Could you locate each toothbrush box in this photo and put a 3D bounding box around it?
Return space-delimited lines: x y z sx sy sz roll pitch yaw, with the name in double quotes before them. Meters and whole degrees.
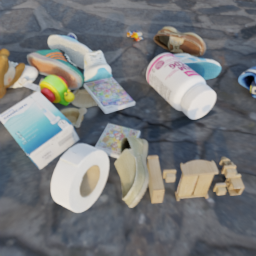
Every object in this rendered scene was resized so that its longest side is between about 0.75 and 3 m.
"toothbrush box" -2.663 0.008 8.326 1.462 0.852 1.997 -39 57 -19

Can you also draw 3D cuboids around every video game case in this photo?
"video game case" -0.694 -1.215 10.080 1.209 0.152 1.688 -19 51 -28
"video game case" -0.326 0.408 8.603 1.090 0.137 1.198 14 46 13

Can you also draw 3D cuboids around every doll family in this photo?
"doll family" 0.259 -4.467 13.348 0.569 0.413 0.917 -23 49 -22

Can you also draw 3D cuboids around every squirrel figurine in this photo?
"squirrel figurine" -4.983 -1.999 9.722 1.894 2.029 1.436 31 12 4

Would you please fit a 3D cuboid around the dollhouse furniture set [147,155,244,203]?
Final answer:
"dollhouse furniture set" 1.716 1.091 7.164 2.337 1.211 1.035 -4 47 -4

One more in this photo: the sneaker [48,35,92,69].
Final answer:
"sneaker" -2.104 -3.253 11.730 2.455 0.907 1.006 34 32 10

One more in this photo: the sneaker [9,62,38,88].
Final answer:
"sneaker" -4.703 -2.153 10.593 2.448 0.985 0.935 -3 45 -4

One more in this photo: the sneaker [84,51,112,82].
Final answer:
"sneaker" -1.181 -2.194 9.904 0.946 0.998 2.472 -10 16 -12

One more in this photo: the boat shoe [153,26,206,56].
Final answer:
"boat shoe" 2.162 -3.626 12.186 0.948 1.000 2.641 -32 44 -24

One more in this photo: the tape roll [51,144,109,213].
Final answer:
"tape roll" -1.118 1.189 6.752 0.555 1.588 1.588 19 47 26

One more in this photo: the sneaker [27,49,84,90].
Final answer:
"sneaker" -2.586 -2.442 10.790 2.972 1.061 1.188 29 53 30

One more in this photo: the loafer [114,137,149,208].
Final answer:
"loafer" 0.035 1.059 7.345 0.776 0.860 2.273 24 33 -13

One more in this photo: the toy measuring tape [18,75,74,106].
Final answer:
"toy measuring tape" -2.894 -1.484 9.565 2.586 0.951 0.951 23 49 24

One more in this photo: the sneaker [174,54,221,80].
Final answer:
"sneaker" 2.494 -2.500 11.039 2.280 0.872 0.921 7 46 5

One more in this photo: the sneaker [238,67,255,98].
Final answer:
"sneaker" 4.965 -1.254 9.728 1.130 1.016 2.747 -15 39 -13

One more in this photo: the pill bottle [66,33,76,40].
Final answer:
"pill bottle" -2.728 -3.881 12.701 0.448 0.448 0.807 19 59 18

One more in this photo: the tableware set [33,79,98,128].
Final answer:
"tableware set" -2.408 -0.810 9.705 2.781 0.323 2.323 7 45 8

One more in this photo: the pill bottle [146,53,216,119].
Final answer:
"pill bottle" 1.775 -1.442 9.612 1.353 1.353 2.387 -22 49 -21
